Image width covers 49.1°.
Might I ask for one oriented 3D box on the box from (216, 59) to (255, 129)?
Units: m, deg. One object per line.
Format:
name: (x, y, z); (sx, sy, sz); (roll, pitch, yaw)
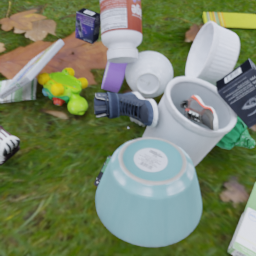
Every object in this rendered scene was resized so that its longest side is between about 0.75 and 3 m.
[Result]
box: (2.812, -0.779, 6.513); (1.264, 0.935, 0.659); (45, 32, -15)

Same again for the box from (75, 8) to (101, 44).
box: (-1.179, -2.983, 8.233); (0.609, 0.823, 0.430); (22, 44, 10)

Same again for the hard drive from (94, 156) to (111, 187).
hard drive: (-0.436, 1.193, 7.186); (0.594, 0.161, 0.850); (16, 68, 26)

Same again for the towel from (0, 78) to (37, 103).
towel: (-4.074, -1.324, 10.058); (1.527, 0.234, 1.139); (-8, 49, -4)

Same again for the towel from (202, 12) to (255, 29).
towel: (4.741, -4.927, 12.971); (2.498, 0.226, 1.075); (3, 56, 1)

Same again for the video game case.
video game case: (-3.194, -1.923, 9.238); (1.906, 0.231, 2.094); (-17, 36, 40)

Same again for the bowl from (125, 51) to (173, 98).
bowl: (0.613, -1.464, 8.386); (1.490, 1.490, 0.670); (4, 35, 3)

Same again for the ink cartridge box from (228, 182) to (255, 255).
ink cartridge box: (3.618, 2.435, 6.796); (1.633, 0.538, 2.244); (26, 57, 20)

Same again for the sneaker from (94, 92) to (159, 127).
sneaker: (-0.122, -0.455, 7.090); (1.377, 0.724, 1.905); (-4, 19, -20)

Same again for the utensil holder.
utensil holder: (1.440, 0.043, 7.411); (1.836, 2.160, 1.836); (11, 49, -13)

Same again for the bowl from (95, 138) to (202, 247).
bowl: (0.446, 1.036, 5.605); (2.256, 1.180, 2.256); (1, 38, -1)

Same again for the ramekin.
ramekin: (2.519, -2.144, 8.449); (0.893, 1.833, 1.833); (15, 51, -10)

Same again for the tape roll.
tape roll: (-0.420, -2.104, 9.547); (0.574, 1.748, 1.748); (14, 51, -9)

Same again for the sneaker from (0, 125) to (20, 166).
sneaker: (-3.479, 0.313, 7.427); (1.098, 1.900, 0.719); (46, 55, -5)

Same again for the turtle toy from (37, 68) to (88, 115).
turtle toy: (-2.086, -1.194, 9.396); (1.935, 0.978, 1.410); (39, 39, 24)

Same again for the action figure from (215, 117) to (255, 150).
action figure: (2.451, -0.248, 8.465); (2.995, 0.819, 1.769); (39, 94, 35)

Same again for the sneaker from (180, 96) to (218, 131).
sneaker: (1.531, -0.272, 6.201); (0.523, 0.492, 1.277); (-16, 31, -7)

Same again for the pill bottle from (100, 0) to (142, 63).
pill bottle: (-0.191, -2.917, 7.854); (1.147, 1.147, 2.045); (-2, 92, -2)

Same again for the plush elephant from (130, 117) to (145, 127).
plush elephant: (0.489, -0.352, 8.935); (0.703, 0.908, 0.748); (-53, 37, 5)
